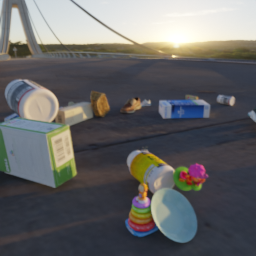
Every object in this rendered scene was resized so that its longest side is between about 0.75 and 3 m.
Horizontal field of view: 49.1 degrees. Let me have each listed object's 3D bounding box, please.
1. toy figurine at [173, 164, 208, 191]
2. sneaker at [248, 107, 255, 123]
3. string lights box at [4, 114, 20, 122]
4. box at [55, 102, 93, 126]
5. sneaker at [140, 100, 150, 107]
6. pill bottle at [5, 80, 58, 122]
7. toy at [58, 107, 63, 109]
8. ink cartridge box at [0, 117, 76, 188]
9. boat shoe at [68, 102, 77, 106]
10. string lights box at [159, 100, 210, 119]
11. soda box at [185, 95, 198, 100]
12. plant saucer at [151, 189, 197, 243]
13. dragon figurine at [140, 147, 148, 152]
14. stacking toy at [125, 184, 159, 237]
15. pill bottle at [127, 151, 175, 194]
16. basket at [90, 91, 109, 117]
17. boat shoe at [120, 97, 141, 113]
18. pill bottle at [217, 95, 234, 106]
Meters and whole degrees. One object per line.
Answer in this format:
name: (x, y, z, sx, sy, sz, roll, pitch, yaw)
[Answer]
toy figurine: (1.605, 1.166, 6.697, 0.806, 0.742, 0.605, 27, 58, -9)
sneaker: (5.919, -0.581, 11.979, 0.901, 1.059, 2.322, 31, 20, -7)
string lights box: (-4.370, -0.257, 12.217, 1.676, 0.494, 0.861, 3, 19, 9)
box: (-2.485, -0.659, 13.036, 0.641, 0.771, 1.876, 10, 20, 31)
sneaker: (0.887, -1.423, 15.918, 0.820, 0.355, 0.307, -10, 21, -20)
pill bottle: (-4.109, -1.143, 11.631, 1.524, 1.524, 2.631, -13, 26, -34)
toy: (-3.118, -0.741, 13.934, 1.368, 0.323, 0.788, 8, 20, 33)
ink cartridge box: (-2.899, 0.573, 7.939, 2.874, 1.492, 0.852, 7, 22, 30)
boat shoe: (-2.948, -1.249, 15.567, 0.923, 0.332, 0.312, 9, 0, 32)
string lights box: (2.773, -0.960, 14.031, 2.281, 0.673, 1.172, -1, 19, -4)
soda box: (3.916, -1.829, 17.254, 0.252, 0.267, 0.787, -15, 23, -38)
plant saucer: (0.909, 1.832, 5.834, 1.152, 0.222, 1.152, 21, 43, -21)
dragon figurine: (0.554, 0.850, 9.340, 0.246, 0.415, 0.834, -5, 0, -10)
stacking toy: (0.285, 1.627, 5.758, 0.582, 1.061, 0.616, -11, 22, -29)
pill bottle: (0.562, 1.142, 7.583, 0.812, 0.812, 1.486, -10, 21, -27)
basket: (-1.542, -1.126, 13.730, 0.834, 1.120, 0.799, 17, 51, 30)
boat shoe: (0.116, -1.227, 14.841, 0.696, 0.660, 1.839, 8, 20, 22)
pill bottle: (5.647, -1.614, 16.230, 0.510, 0.510, 0.881, -14, 24, -36)
